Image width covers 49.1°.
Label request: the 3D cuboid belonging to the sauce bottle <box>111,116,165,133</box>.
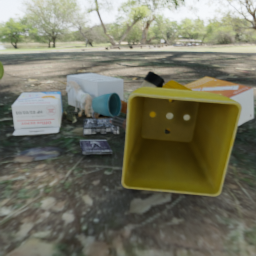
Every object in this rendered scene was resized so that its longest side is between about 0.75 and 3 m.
[{"bbox_3d":[0.302,-0.008,9.371,1.808,0.585,0.585,17,24,19],"label":"sauce bottle"}]

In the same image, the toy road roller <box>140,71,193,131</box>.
[{"bbox_3d":[1.404,-0.825,10.335,2.493,1.532,1.820,32,1,25],"label":"toy road roller"}]

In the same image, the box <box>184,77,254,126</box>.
[{"bbox_3d":[3.294,-0.988,10.848,1.571,1.231,2.526,-22,27,-18],"label":"box"}]

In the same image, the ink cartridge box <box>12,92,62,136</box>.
[{"bbox_3d":[-3.477,-0.656,10.922,1.634,0.963,2.838,-4,20,-10],"label":"ink cartridge box"}]

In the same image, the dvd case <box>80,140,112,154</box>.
[{"bbox_3d":[-1.010,0.573,8.561,0.855,0.092,1.150,0,16,-14],"label":"dvd case"}]

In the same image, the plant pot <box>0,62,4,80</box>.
[{"bbox_3d":[-6.742,-1.944,12.111,2.251,2.251,2.137,-2,52,-7],"label":"plant pot"}]

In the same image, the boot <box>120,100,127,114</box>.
[{"bbox_3d":[0.141,-0.861,11.816,1.540,0.527,1.450,23,38,20],"label":"boot"}]

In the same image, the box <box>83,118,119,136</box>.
[{"bbox_3d":[-0.996,-0.054,10.186,1.255,0.312,0.990,-2,20,-7],"label":"box"}]

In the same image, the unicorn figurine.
[{"bbox_3d":[-2.095,-1.250,11.949,1.984,1.363,0.733,16,22,36],"label":"unicorn figurine"}]

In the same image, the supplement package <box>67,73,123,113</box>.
[{"bbox_3d":[-1.542,-1.627,12.894,1.451,1.446,2.474,-14,25,-40],"label":"supplement package"}]

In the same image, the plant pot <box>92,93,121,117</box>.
[{"bbox_3d":[-0.884,-0.898,10.932,0.890,0.947,0.947,3,18,31],"label":"plant pot"}]

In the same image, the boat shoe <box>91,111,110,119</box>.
[{"bbox_3d":[-0.832,-0.645,11.698,1.375,0.497,0.498,-25,35,-30],"label":"boat shoe"}]

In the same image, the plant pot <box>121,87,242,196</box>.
[{"bbox_3d":[1.076,0.052,6.647,2.201,2.201,1.941,5,24,1],"label":"plant pot"}]

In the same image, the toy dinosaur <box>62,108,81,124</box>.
[{"bbox_3d":[-2.181,-0.520,11.200,0.656,0.354,1.490,-46,29,-11],"label":"toy dinosaur"}]
